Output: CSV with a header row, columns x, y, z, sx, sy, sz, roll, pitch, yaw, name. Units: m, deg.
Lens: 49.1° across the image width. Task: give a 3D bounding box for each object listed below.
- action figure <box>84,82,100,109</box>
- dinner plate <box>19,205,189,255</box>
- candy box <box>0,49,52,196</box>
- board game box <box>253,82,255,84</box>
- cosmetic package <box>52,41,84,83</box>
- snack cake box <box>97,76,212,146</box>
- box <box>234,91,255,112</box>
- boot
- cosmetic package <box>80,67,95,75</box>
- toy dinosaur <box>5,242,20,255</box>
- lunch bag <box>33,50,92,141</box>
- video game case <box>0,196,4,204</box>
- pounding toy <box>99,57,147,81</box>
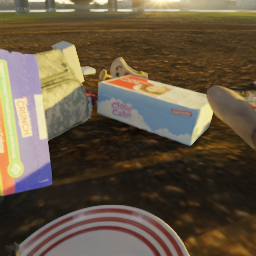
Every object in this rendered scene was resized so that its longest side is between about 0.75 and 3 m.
x,y,z,sx,sy,sz,roll,pitch,yaw,name
-1.161,-0.824,8.885,1.468,1.093,0.984,23,42,0,action figure
-0.483,1.826,3.100,2.452,0.297,2.452,-11,29,6,dinner plate
-2.360,-0.011,4.534,2.330,1.970,0.898,-5,1,37,candy box
6.152,-1.981,11.651,1.667,0.325,1.317,-16,29,-29,board game box
-2.293,-2.455,10.756,0.559,1.529,0.791,-36,45,-26,cosmetic package
0.736,-0.601,7.562,2.762,0.928,1.589,20,27,26,snack cake box
3.840,-0.658,8.738,1.387,0.383,2.031,7,26,14,box
2.594,-0.040,5.947,1.996,0.701,1.459,34,19,-18,boot
-2.018,-2.766,13.487,0.593,0.203,0.786,-18,30,-28,cosmetic package
-1.574,1.639,2.947,1.819,0.432,0.802,11,38,-6,toy dinosaur
-2.208,-0.655,7.068,1.639,1.973,2.352,-28,5,39,lunch bag
-3.106,1.545,4.189,1.693,0.239,1.874,1,25,2,video game case
-0.156,-2.193,10.922,1.815,1.038,1.041,13,24,-3,pounding toy
